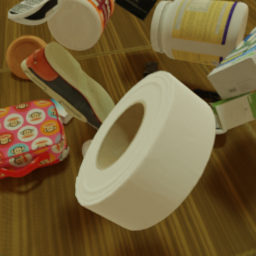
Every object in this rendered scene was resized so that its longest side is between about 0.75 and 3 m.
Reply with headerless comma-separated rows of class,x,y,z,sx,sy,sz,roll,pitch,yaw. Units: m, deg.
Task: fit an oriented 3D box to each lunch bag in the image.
lunch bag,-3.040,0.395,7.894,2.532,1.037,2.230,-15,51,-13

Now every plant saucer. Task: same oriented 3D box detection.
plant saucer,-3.715,-2.657,10.424,1.658,0.310,1.658,0,86,-4

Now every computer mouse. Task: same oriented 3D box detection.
computer mouse,2.675,-0.473,9.067,1.185,0.474,2.162,10,44,2
computer mouse,-1.284,-2.117,4.726,1.571,0.345,0.861,-41,49,-20

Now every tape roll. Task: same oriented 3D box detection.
tape roll,0.158,0.302,4.249,0.806,2.306,2.306,34,47,-20

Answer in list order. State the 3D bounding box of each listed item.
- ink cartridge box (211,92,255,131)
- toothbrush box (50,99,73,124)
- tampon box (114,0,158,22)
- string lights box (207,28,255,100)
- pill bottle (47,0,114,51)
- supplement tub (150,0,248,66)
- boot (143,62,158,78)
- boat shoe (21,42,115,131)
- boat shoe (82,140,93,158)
ink cartridge box,2.600,-0.445,6.421,1.192,0.619,0.354,-21,13,6
toothbrush box,-2.226,-0.596,9.202,0.860,0.367,0.629,21,52,17
tampon box,0.337,-4.794,9.698,1.245,1.049,1.662,25,43,-21
string lights box,3.040,-1.722,6.382,2.427,1.247,0.716,-44,102,-26
pill bottle,-1.089,-3.096,7.274,1.300,1.300,2.277,7,44,6
supplement tub,2.151,-2.949,8.609,2.535,1.843,1.843,16,51,22
boot,1.030,-2.228,10.649,0.929,0.322,0.809,11,51,12
boat shoe,-1.045,-0.620,5.837,0.789,2.522,0.898,-24,41,23
boat shoe,-0.393,0.951,7.592,2.374,0.776,0.873,35,57,26
